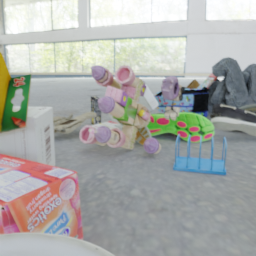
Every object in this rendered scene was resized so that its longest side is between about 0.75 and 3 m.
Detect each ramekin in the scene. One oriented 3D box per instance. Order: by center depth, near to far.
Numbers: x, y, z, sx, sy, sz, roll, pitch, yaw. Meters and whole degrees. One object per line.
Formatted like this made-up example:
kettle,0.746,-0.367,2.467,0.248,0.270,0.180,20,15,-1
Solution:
ramekin,-0.783,1.653,1.472,2.591,1.207,2.591,1,13,0

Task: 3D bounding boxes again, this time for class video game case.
video game case,3.777,-2.122,13.437,0.112,1.283,0.917,40,6,-13

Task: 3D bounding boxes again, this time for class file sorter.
file sorter,1.783,0.615,6.939,1.223,0.750,0.849,3,13,15

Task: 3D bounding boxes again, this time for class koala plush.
koala plush,4.476,-1.484,13.421,2.646,2.742,2.984,4,-11,-32

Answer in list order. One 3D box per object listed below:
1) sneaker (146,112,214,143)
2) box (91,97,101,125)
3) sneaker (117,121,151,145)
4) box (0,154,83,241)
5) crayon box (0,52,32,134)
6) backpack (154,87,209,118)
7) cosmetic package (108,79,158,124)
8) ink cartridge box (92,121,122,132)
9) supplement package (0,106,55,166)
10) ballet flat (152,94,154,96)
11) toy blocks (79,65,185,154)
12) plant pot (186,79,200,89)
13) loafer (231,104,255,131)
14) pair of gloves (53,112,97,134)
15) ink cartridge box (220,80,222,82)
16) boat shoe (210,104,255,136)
sneaker,1.624,-0.140,9.635,2.650,1.017,1.110,8,15,20
box,-1.318,-0.655,11.450,0.285,1.160,0.935,-3,14,-20
sneaker,0.298,0.007,9.182,1.501,0.568,0.658,46,9,26
box,-1.837,1.097,3.979,2.226,1.054,1.142,5,14,34
crayon box,-3.195,-0.560,5.015,2.676,0.680,1.699,-10,46,-7
backpack,2.225,-1.044,12.286,2.115,1.423,1.930,-8,11,-25
cosmetic package,0.110,-0.931,10.913,1.594,1.315,1.314,-31,3,21
ink cartridge box,-0.690,0.139,9.463,0.779,0.448,1.074,19,22,36
supplement package,-3.109,0.374,6.156,2.657,1.553,1.558,-1,13,-2
ballet flat,1.030,-2.096,18.497,2.144,0.744,0.744,6,14,22
toy blocks,-0.118,-0.565,7.545,2.516,2.351,2.118,9,-9,26
plant pot,4.103,-2.077,16.908,1.284,1.196,1.196,40,14,-3
loafer,4.912,-0.322,10.196,2.675,0.932,1.006,-14,-30,15
pair of gloves,-2.432,-0.127,10.367,2.172,0.381,1.847,-1,20,38
ink cartridge box,6.206,-1.917,15.909,2.114,1.544,1.551,7,14,30
boat shoe,4.043,-0.239,9.448,2.560,0.772,0.946,10,-19,1
